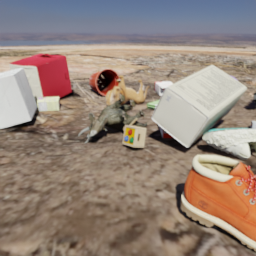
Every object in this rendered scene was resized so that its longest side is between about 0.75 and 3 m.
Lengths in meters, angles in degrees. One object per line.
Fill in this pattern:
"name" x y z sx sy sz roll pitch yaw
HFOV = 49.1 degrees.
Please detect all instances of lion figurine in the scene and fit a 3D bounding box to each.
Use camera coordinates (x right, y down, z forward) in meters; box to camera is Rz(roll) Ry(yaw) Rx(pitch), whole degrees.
"lion figurine" 0.088 -1.495 12.644 2.302 1.410 0.834 4 -17 -22

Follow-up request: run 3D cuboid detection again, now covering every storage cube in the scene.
"storage cube" -4.095 -2.323 13.321 1.828 2.139 1.923 12 31 27

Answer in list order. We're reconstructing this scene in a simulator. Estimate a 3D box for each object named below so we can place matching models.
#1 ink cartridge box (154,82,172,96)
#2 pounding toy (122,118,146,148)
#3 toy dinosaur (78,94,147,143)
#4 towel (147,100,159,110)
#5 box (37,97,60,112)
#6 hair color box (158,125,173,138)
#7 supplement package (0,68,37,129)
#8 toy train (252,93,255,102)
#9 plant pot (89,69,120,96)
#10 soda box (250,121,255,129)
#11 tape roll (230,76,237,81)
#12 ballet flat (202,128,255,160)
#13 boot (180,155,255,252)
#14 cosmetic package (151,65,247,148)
"ink cartridge box" 1.966 -2.027 14.635 0.901 0.522 1.547 -2 20 -6
"pounding toy" 0.070 0.105 8.470 0.435 0.835 0.950 5 4 -37
"toy dinosaur" -0.357 -0.354 9.436 1.415 1.065 2.767 -25 -9 32
"towel" 2.112 -0.897 12.107 2.174 0.334 1.622 14 23 38
"box" -3.445 -1.038 12.173 0.887 0.429 0.780 -3 21 -11
"hair color box" 1.323 -0.296 9.679 0.469 0.814 1.467 -2 21 -1
"supplement package" -4.378 -1.143 10.374 1.319 1.715 1.793 -15 22 -5
"toy train" 5.856 -1.411 12.345 0.531 0.396 2.320 -6 4 30
"plant pot" -1.323 -2.379 14.606 1.391 1.391 1.353 -12 16 -28
"soda box" 4.765 -0.037 9.764 0.879 0.279 0.300 5 21 12
"tape roll" 4.491 -1.774 12.926 1.241 1.241 0.407 14 -6 32
"ballet flat" 3.468 0.435 7.704 2.705 0.971 0.971 -3 21 -2
"boot" 2.085 1.259 4.744 2.388 1.280 0.896 17 32 25
"cosmetic package" 2.237 -0.772 8.600 1.489 1.257 2.881 42 44 20
